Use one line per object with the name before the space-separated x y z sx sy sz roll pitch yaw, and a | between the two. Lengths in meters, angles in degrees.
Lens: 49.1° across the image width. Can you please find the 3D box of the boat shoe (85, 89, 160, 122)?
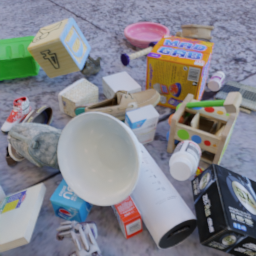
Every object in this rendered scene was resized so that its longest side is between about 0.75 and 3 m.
boat shoe | -0.137 -0.835 9.800 2.774 0.895 0.989 -25 33 -15

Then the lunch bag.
lunch bag | -2.663 0.474 8.490 1.771 1.485 1.234 15 81 47

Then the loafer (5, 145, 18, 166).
loafer | -3.859 0.707 9.448 0.453 0.440 1.240 -12 43 -4

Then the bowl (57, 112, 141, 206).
bowl | -0.562 0.701 7.138 2.326 2.326 1.045 21 17 22

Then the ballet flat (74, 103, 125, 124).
ballet flat | -0.838 -0.555 10.712 2.374 0.808 0.798 12 40 -1

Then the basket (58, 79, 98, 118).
basket | -1.941 -1.152 11.205 0.887 0.975 1.438 29 50 24

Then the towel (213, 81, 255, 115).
towel | 4.858 -1.315 11.932 1.891 0.327 1.820 24 44 27

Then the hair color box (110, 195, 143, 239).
hair color box | -0.226 2.017 7.616 0.535 0.928 1.673 -21 45 -14

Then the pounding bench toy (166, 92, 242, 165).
pounding bench toy | 2.364 -0.272 9.031 1.949 2.499 1.553 21 46 22

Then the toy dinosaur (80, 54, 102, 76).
toy dinosaur | -1.853 -2.959 13.278 1.278 0.962 2.499 48 18 8

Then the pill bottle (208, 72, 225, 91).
pill bottle | 3.986 -2.117 12.567 0.569 0.569 1.013 21 45 22

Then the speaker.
speaker | 0.608 1.736 7.743 1.203 1.203 2.963 -18 45 -19

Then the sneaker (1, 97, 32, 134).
sneaker | -4.294 -0.547 10.589 0.522 0.837 1.562 17 45 19

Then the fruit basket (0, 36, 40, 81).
fruit basket | -5.417 -3.415 13.141 2.668 1.924 2.668 2 50 -3

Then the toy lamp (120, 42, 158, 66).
toy lamp | 0.778 -3.905 14.467 2.521 0.734 0.734 -28 49 -29

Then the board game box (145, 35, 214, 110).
board game box | 2.073 -2.248 11.510 2.143 2.145 2.143 16 44 17

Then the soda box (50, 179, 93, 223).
soda box | -1.201 1.445 8.347 0.892 0.844 2.630 13 44 15

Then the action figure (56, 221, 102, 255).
action figure | -0.918 2.670 5.675 0.918 2.646 1.722 -7 82 -13

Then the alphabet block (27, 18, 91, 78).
alphabet block | -2.739 -3.209 11.360 1.624 1.594 1.586 -8 46 25

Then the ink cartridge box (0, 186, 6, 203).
ink cartridge box | -4.525 1.390 7.180 1.089 2.490 1.809 29 50 33

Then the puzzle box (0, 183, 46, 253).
puzzle box | -2.861 2.261 7.097 1.271 0.243 1.911 -21 26 8

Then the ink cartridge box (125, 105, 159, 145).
ink cartridge box | 0.407 -0.015 9.552 0.990 1.370 0.580 -17 52 -20

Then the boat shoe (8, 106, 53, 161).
boat shoe | -3.295 0.098 9.715 0.723 0.872 2.428 -22 32 28

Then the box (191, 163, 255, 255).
box | 2.755 2.117 6.830 2.152 0.927 1.762 24 39 -17

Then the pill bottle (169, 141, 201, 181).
pill bottle | 1.585 0.922 7.858 0.757 0.757 1.368 15 22 16

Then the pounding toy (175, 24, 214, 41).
pounding toy | 3.670 -5.127 15.948 2.350 1.348 1.344 1 13 -12

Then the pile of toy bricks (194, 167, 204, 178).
pile of toy bricks | 2.228 1.808 8.159 0.608 0.683 1.231 -31 65 -15

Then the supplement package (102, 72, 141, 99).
supplement package | -0.285 -1.592 11.791 1.130 0.804 1.451 -19 46 -20

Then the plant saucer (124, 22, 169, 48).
plant saucer | 1.061 -5.278 16.063 2.579 0.654 2.579 -1 42 1
